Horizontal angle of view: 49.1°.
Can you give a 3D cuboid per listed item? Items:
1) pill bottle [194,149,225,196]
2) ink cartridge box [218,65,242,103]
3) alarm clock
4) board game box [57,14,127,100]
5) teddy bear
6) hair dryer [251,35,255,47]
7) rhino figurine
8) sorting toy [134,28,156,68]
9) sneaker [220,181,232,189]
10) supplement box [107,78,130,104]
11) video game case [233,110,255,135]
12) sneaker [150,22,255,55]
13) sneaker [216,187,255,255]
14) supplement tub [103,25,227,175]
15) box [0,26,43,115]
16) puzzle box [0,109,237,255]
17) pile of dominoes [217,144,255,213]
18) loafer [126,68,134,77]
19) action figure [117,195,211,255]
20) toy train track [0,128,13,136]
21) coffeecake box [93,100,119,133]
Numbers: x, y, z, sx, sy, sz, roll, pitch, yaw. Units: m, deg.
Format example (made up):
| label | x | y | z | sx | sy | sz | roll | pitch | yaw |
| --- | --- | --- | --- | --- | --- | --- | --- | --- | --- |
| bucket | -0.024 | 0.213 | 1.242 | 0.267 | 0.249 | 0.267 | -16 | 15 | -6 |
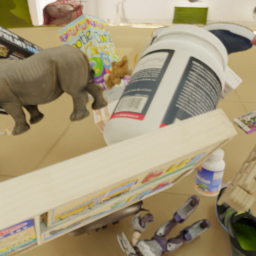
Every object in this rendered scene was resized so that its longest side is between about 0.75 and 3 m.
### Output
| label | x | y | z | sx | sy | sz | roll | pitch | yaw |
| --- | --- | --- | --- | --- | --- | --- | --- | --- | --- |
| pill bottle | 1.731 | 0.907 | 5.919 | 0.534 | 0.952 | 0.534 | 3 | 21 | -1 |
| ink cartridge box | 3.108 | -1.480 | 9.583 | 0.526 | 1.248 | 0.911 | -41 | 82 | -22 |
| alarm clock | -0.809 | 1.922 | 6.388 | 2.669 | 0.889 | 1.800 | -22 | -16 | 17 |
| board game box | -1.057 | -2.095 | 8.615 | 1.170 | 2.231 | 1.149 | -20 | -1 | 28 |
| teddy bear | -0.296 | -1.374 | 6.966 | 0.346 | 0.751 | 1.036 | 3 | -9 | -37 |
| hair dryer | 2.967 | -1.358 | 5.716 | 1.155 | 1.517 | 0.412 | 14 | 71 | 54 |
| rhino figurine | -1.720 | -0.538 | 4.422 | 2.620 | 1.146 | 0.783 | -13 | 20 | 2 |
| sorting toy | 1.793 | -2.329 | 9.621 | 2.580 | 1.531 | 2.866 | -14 | -13 | -28 |
| sneaker | 3.041 | 1.687 | 7.980 | 0.910 | 0.370 | 0.401 | -5 | 30 | -10 |
| supplement box | -0.281 | -1.754 | 13.985 | 1.019 | 1.041 | 2.014 | 5 | 26 | 13 |
| video game case | 3.609 | -0.194 | 8.109 | 0.827 | 0.148 | 0.749 | -25 | 31 | 2 |
| sneaker | 1.595 | -1.695 | 6.831 | 2.656 | 1.441 | 0.931 | 12 | -14 | 36 |
| sneaker | 2.602 | 2.166 | 6.309 | 0.884 | 1.033 | 2.492 | 4 | 28 | 5 |
| supplement tub | 0.793 | -0.504 | 5.467 | 1.791 | 1.791 | 2.552 | 15 | 67 | 27 |
| box | -3.177 | -1.276 | 6.917 | 0.572 | 2.283 | 2.300 | 57 | 16 | 16 |
| puzzle box | -0.329 | 0.745 | 3.245 | 2.860 | 1.903 | 0.364 | -18 | 67 | -24 |
| pile of dominoes | 2.130 | 0.447 | 4.361 | 0.303 | 1.482 | 1.902 | 35 | 76 | 17 |
| loafer | 0.186 | -2.074 | 10.954 | 1.270 | 0.399 | 0.457 | 21 | 6 | -13 |
| action figure | 0.766 | 2.351 | 5.903 | 2.294 | 0.796 | 1.493 | -23 | 73 | -37 |
| toy train track | -5.029 | 0.170 | 11.173 | 0.989 | 0.161 | 0.567 | -18 | 32 | -30 |
| coffeecake box | -0.009 | -0.233 | 7.367 | 1.447 | 1.111 | 0.529 | -22 | 49 | 10 |
